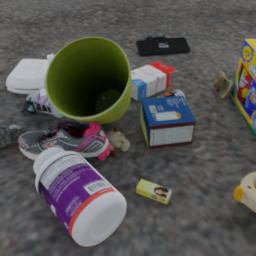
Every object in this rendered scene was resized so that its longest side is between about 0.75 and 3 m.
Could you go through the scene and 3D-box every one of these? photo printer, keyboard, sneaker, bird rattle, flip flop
[{"bbox_3d":[-4.011,-2.133,11.799,1.715,0.716,2.062,3,40,2],"label":"photo printer"},{"bbox_3d":[1.789,-4.270,14.776,2.745,0.544,1.429,-6,63,-8],"label":"keyboard"},{"bbox_3d":[-3.207,-0.720,10.144,1.370,0.762,1.959,-23,35,-23],"label":"sneaker"},{"bbox_3d":[3.927,1.636,6.701,2.802,1.578,2.284,-27,37,-32],"label":"bird rattle"},{"bbox_3d":[3.721,-1.778,11.260,0.554,0.781,1.926,19,34,-11],"label":"flip flop"},{"bbox_3d":[-1.980,0.284,8.346,2.962,1.106,1.194,-2,43,18],"label":"sneaker"}]

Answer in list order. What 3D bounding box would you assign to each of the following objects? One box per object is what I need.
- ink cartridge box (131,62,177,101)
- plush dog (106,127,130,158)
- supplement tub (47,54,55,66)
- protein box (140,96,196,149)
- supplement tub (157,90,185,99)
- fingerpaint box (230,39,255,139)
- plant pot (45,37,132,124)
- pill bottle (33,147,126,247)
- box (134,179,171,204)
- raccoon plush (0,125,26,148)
[{"bbox_3d":[0.844,-1.975,11.579,2.127,0.715,1.236,-26,44,-28],"label":"ink cartridge box"},{"bbox_3d":[-0.553,0.461,8.754,0.968,0.777,0.831,34,74,34],"label":"plush dog"},{"bbox_3d":[-1.847,-2.273,11.147,2.441,1.766,1.766,-9,40,-11],"label":"supplement tub"},{"bbox_3d":[1.262,-0.218,9.241,1.480,0.999,1.470,-6,40,-7],"label":"protein box"},{"bbox_3d":[1.475,-0.923,10.329,1.160,0.711,0.711,-23,45,-26],"label":"supplement tub"},{"bbox_3d":[4.624,-1.329,9.498,1.057,2.403,2.881,-1,40,-2],"label":"fingerpaint box"},{"bbox_3d":[-0.904,-1.087,8.888,2.459,2.628,2.459,-3,75,10],"label":"plant pot"},{"bbox_3d":[-1.294,1.518,6.813,1.401,1.401,2.492,-29,47,-30],"label":"pill bottle"},{"bbox_3d":[0.660,1.696,7.520,0.944,0.237,0.355,15,41,19],"label":"box"},{"bbox_3d":[-3.824,0.487,8.689,1.084,0.782,1.617,6,46,-3],"label":"raccoon plush"}]
